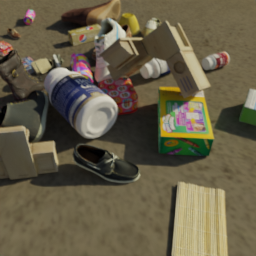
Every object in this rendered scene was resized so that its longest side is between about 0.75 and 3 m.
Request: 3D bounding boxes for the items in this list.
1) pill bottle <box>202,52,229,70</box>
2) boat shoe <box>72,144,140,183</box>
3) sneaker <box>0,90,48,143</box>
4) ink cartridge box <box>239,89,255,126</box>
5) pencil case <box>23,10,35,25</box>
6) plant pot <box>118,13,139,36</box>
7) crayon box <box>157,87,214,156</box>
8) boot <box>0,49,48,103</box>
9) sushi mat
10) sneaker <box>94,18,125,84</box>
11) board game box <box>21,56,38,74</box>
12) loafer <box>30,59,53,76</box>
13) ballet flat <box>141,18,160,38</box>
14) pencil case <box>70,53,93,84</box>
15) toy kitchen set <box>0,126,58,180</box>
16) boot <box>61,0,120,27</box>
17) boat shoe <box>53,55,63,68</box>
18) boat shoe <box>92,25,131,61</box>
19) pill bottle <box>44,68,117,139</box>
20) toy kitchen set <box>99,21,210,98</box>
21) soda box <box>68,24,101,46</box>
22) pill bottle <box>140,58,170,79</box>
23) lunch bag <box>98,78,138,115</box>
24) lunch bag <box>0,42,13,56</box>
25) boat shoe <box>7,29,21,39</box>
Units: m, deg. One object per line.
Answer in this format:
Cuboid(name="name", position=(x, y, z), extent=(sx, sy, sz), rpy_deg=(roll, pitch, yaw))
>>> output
Cuboid(name="pill bottle", position=(3.499, -2.669, 11.233), extent=(0.996, 0.568, 0.568), rpy_deg=(-19, 46, -20))
Cuboid(name="boat shoe", position=(-0.551, 0.909, 7.228), extent=(1.836, 0.621, 0.659), rpy_deg=(20, 53, 1))
Cuboid(name="sneaker", position=(-3.123, -0.627, 8.394), extent=(1.193, 0.840, 2.245), rpy_deg=(30, 26, -35))
Cuboid(name="ink cartridge box", position=(4.733, -0.449, 8.798), extent=(2.126, 0.630, 1.104), rpy_deg=(19, 47, 19))
Cuboid(name="pencil case", position=(-5.175, -5.809, 14.669), extent=(0.491, 0.491, 1.110), rpy_deg=(-5, 41, -5))
Cuboid(name="plant pot", position=(-0.008, -5.108, 13.686), extent=(1.123, 0.797, 1.123), rpy_deg=(0, 43, 0))
Cuboid(name="crayon box", position=(1.647, -0.285, 8.560), extent=(1.445, 0.709, 2.433), rpy_deg=(3, 43, 3))
Cuboid(name="boot", position=(-3.492, -1.862, 9.478), extent=(0.673, 1.693, 1.944), rpy_deg=(7, 42, 26))
Cuboid(name="sushi mat", position=(1.600, 2.275, 6.238), extent=(1.169, 0.148, 2.444), rpy_deg=(7, 44, 9))
Cuboid(name="sneaker", position=(-0.870, -2.859, 10.536), extent=(0.976, 1.030, 2.551), rpy_deg=(-2, 69, 33))
Cuboid(name="board game box", position=(-3.953, -2.521, 11.279), extent=(0.934, 0.288, 0.935), rpy_deg=(-26, 49, -27))
Cuboid(name="loafer", position=(-3.241, -2.376, 10.612), extent=(0.493, 0.546, 1.443), rpy_deg=(-25, 20, 10))
Cuboid(name="ballet flat", position=(1.098, -4.704, 13.045), extent=(0.743, 0.743, 2.102), rpy_deg=(11, 33, 11))
Cuboid(name="pencil case", position=(-1.762, -2.089, 10.396), extent=(0.781, 0.781, 1.766), rpy_deg=(-10, 42, -10))
Cuboid(name="toy kitchen set", position=(-2.961, 0.158, 7.429), extent=(1.957, 1.597, 1.766), rpy_deg=(-5, 41, -8))
Cuboid(name="boot", position=(-1.851, -6.100, 14.590), extent=(2.369, 1.030, 2.847), rpy_deg=(13, 43, 16))
Cuboid(name="boat shoe", position=(-2.840, -2.751, 11.472), extent=(0.329, 0.366, 1.034), rpy_deg=(-15, 44, -13))
Cuboid(name="boat shoe", position=(-0.713, -3.715, 12.081), extent=(0.987, 0.936, 2.607), rpy_deg=(20, 47, 20))
Cuboid(name="pill bottle", position=(-1.580, -0.884, 8.687), extent=(1.384, 1.384, 2.492), rpy_deg=(-29, 51, -27))
Cuboid(name="toy kitchen set", position=(0.602, -1.603, 8.602), extent=(2.069, 2.536, 2.288), rpy_deg=(-23, 86, -53))
Cuboid(name="soda box", position=(-1.972, -4.331, 13.044), extent=(1.558, 0.528, 0.499), rpy_deg=(-22, 47, -21))
Cuboid(name="pill bottle", position=(1.155, -2.358, 10.761), extent=(1.354, 0.752, 0.752), rpy_deg=(-25, 48, -25))
Cuboid(name="lunch bag", position=(-0.442, -1.084, 9.482), extent=(1.344, 0.625, 1.526), rpy_deg=(-9, 44, -9))
Cuboid(name="lunch bag", position=(-5.547, -3.443, 12.266), extent=(0.817, 0.335, 0.720), rpy_deg=(29, 55, 28))
Cuboid(name="boat shoe", position=(-5.487, -4.508, 13.382), extent=(0.922, 0.331, 0.349), rpy_deg=(27, 49, 26))
